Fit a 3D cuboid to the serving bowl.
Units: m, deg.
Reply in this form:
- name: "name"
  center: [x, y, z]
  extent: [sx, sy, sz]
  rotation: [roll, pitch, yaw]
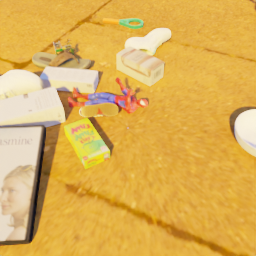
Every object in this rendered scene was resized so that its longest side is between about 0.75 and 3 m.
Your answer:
- name: "serving bowl"
  center: [3.463, 0.236, 7.122]
  extent: [1.575, 0.518, 1.575]
  rotation: [0, 47, 0]

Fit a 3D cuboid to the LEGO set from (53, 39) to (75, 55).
- name: "LEGO set"
  center: [-2.342, -2.847, 10.021]
  extent: [0.792, 0.609, 0.459]
  rotation: [-19, 65, -8]

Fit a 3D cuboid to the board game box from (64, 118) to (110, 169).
- name: "board game box"
  center: [-1.062, 0.358, 7.142]
  extent: [0.676, 0.317, 1.330]
  rotation: [-22, 50, -20]

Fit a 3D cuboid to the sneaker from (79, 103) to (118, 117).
- name: "sneaker"
  center: [-0.800, -0.493, 7.646]
  extent: [1.059, 0.397, 0.477]
  rotation: [-2, 5, -24]

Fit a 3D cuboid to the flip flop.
- name: "flip flop"
  center: [-2.313, -2.327, 9.507]
  extent: [2.130, 0.613, 0.864]
  rotation: [16, 48, 14]

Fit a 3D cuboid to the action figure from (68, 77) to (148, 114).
- name: "action figure"
  center: [-0.546, -0.995, 7.951]
  extent: [2.272, 1.125, 0.741]
  rotation: [8, 47, 4]

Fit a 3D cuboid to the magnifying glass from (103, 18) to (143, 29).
- name: "magnifying glass"
  center: [-0.206, -4.483, 11.878]
  extent: [1.737, 0.195, 0.691]
  rotation: [8, 47, 9]

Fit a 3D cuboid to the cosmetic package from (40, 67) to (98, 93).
- name: "cosmetic package"
  center: [-1.845, -1.512, 8.851]
  extent: [1.710, 0.433, 0.706]
  rotation: [6, 47, 6]

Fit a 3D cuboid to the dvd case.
- name: "dvd case"
  center: [-2.943, 1.138, 6.152]
  extent: [1.973, 0.243, 2.766]
  rotation: [-3, 55, -2]

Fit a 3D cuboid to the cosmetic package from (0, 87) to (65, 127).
- name: "cosmetic package"
  center: [-2.752, -0.420, 7.651]
  extent: [1.831, 0.678, 0.931]
  rotation: [-17, 48, -17]

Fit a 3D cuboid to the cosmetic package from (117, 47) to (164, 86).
- name: "cosmetic package"
  center: [0.388, -2.056, 9.236]
  extent: [1.450, 0.633, 0.749]
  rotation: [31, 53, 26]

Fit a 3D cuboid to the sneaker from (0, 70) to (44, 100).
- name: "sneaker"
  center: [-3.762, -1.011, 8.160]
  extent: [2.627, 0.924, 1.053]
  rotation: [-5, 53, 4]

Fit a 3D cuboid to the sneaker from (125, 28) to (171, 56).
- name: "sneaker"
  center: [0.859, -3.028, 10.260]
  extent: [1.845, 0.694, 0.816]
  rotation: [-23, 62, -13]
